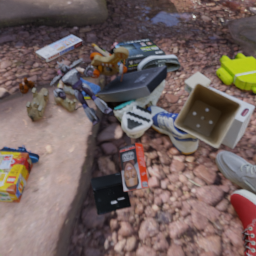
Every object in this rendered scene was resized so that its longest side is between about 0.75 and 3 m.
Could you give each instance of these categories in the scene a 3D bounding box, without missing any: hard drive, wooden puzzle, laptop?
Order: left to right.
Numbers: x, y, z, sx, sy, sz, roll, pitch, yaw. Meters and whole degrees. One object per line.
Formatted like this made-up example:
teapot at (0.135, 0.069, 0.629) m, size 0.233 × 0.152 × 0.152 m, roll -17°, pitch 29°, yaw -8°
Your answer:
wooden puzzle at (-0.946, -3.265, 12.331) m, size 1.661 × 0.194 × 1.120 m, roll 36°, pitch 13°, yaw 1°
laptop at (-0.614, 2.184, 9.508) m, size 1.135 × 0.661 × 1.280 m, roll -11°, pitch 73°, yaw -10°
hard drive at (0.171, -1.850, 12.136) m, size 2.893 × 0.612 × 1.951 m, roll -2°, pitch 34°, yaw 43°

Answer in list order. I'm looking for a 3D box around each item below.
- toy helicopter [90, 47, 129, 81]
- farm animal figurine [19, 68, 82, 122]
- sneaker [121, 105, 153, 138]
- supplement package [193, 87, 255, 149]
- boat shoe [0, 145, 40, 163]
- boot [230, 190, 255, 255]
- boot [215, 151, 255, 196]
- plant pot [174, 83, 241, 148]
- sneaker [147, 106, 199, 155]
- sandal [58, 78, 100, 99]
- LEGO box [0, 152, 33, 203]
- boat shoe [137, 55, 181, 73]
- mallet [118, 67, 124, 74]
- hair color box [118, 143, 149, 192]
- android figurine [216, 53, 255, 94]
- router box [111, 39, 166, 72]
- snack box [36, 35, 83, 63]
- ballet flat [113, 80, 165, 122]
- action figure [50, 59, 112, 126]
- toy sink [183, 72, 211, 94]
toy helicopter at (-0.588, -2.623, 11.460) m, size 1.611 × 2.436 × 0.961 m, roll 19°, pitch 73°, yaw -25°
farm animal figurine at (-3.301, -1.403, 12.225) m, size 2.497 × 1.255 × 2.016 m, roll -17°, pitch 71°, yaw -20°
sneaker at (0.292, -0.064, 10.240) m, size 1.025 × 1.106 × 2.728 m, roll 25°, pitch 15°, yaw 7°
supplement package at (3.610, -0.420, 10.972) m, size 1.951 × 1.520 × 1.082 m, roll 30°, pitch 54°, yaw 26°
boat shoe at (-4.019, 0.900, 10.312) m, size 1.618 × 0.681 × 0.555 m, roll 9°, pitch 51°, yaw 5°
boot at (3.398, 3.226, 7.915) m, size 2.020 × 1.014 × 2.800 m, roll -20°, pitch 53°, yaw -16°
boot at (4.208, 1.482, 9.258) m, size 1.065 × 1.384 × 2.895 m, roll -27°, pitch 52°, yaw -24°
plant pot at (2.551, -0.371, 9.300) m, size 1.544 × 1.367 × 1.542 m, roll 29°, pitch 93°, yaw 10°
sneaker at (1.759, -0.247, 11.013) m, size 1.041 × 1.219 × 2.765 m, roll -29°, pitch 52°, yaw -27°
sandal at (-2.307, -1.980, 12.898) m, size 2.150 × 0.936 × 0.854 m, roll 13°, pitch 46°, yaw 10°
LEGO box at (-4.539, 1.625, 9.526) m, size 2.067 × 0.797 × 1.539 m, roll 2°, pitch 46°, yaw 2°
boat shoe at (1.614, -3.125, 14.033) m, size 2.317 × 0.835 × 0.822 m, roll -19°, pitch 48°, yaw -18°
mallet at (-0.828, -2.917, 14.264) m, size 1.302 × 0.268 × 0.429 m, roll -1°, pitch 46°, yaw 3°
hair color box at (0.160, 1.228, 8.679) m, size 0.696 × 0.420 × 1.371 m, roll -20°, pitch 70°, yaw 33°
android figurine at (5.804, -2.705, 13.804) m, size 2.663 × 0.601 × 2.926 m, roll -13°, pitch 47°, yaw -13°
router box at (0.502, -3.838, 14.608) m, size 2.358 × 0.733 × 1.767 m, roll -16°, pitch 49°, yaw -24°
snack box at (-3.817, -4.473, 15.681) m, size 0.919 × 0.311 × 2.557 m, roll 34°, pitch 55°, yaw 28°
ballet flat at (0.613, -1.074, 12.086) m, size 2.924 × 1.049 × 1.049 m, roll -36°, pitch 56°, yaw -25°
action figure at (-1.446, -1.177, 8.621) m, size 1.463 × 0.780 × 2.249 m, roll -39°, pitch 92°, yaw 9°
toy sink at (2.639, -1.628, 11.022) m, size 0.670 × 0.576 × 1.028 m, roll 40°, pitch 53°, yaw 17°
